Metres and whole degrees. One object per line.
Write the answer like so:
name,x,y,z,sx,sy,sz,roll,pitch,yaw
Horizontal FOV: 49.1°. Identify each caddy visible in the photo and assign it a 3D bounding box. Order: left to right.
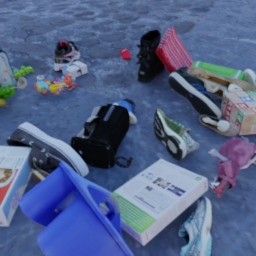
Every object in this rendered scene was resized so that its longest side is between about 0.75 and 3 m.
caddy,-0.769,1.814,5.333,1.418,2.702,1.910,-37,49,-15

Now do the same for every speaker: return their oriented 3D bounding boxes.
speaker,3.697,-2.170,11.753,2.110,0.933,0.933,20,42,24

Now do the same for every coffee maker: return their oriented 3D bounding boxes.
coffee maker,-0.571,0.277,8.539,1.798,1.261,1.872,29,42,-1

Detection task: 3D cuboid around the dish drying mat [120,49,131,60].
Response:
dish drying mat,-0.135,-3.809,14.514,0.448,0.106,1.168,-5,38,-8

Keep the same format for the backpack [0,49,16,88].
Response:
backpack,-5.568,-2.131,11.143,1.823,1.602,1.397,-19,38,-16

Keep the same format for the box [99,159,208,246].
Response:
box,0.617,1.657,6.828,2.220,0.403,1.602,-28,29,-30

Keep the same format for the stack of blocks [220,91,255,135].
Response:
stack of blocks,4.856,-0.608,9.708,2.743,0.803,1.579,-4,33,-5

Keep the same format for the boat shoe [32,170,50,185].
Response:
boat shoe,-1.666,1.530,7.146,1.776,0.641,0.639,28,48,23

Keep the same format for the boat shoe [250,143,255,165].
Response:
boat shoe,3.566,0.694,8.339,0.520,0.430,1.389,-23,36,-28

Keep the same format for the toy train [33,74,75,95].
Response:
toy train,-3.018,-1.764,11.544,1.613,0.449,1.211,1,39,4

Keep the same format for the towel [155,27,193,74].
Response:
towel,2.144,-3.061,12.174,0.329,2.114,2.923,-24,25,34

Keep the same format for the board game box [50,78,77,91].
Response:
board game box,-2.780,-1.896,12.047,1.089,0.106,0.561,19,43,23

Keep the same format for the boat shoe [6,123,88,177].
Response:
boat shoe,-2.414,0.766,7.918,2.948,1.031,0.977,28,56,28

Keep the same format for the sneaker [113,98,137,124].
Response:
sneaker,0.054,-0.667,10.125,0.731,0.505,1.315,-32,41,-23

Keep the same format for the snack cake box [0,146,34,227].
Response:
snack cake box,-3.340,1.423,7.261,1.211,0.708,2.106,4,38,2

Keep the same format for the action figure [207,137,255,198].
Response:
action figure,2.627,1.123,7.271,1.333,1.199,1.790,20,50,15

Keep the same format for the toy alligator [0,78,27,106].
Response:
toy alligator,-4.600,-1.268,10.291,2.772,0.822,0.752,-15,1,20

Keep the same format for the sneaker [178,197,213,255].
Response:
sneaker,1.521,2.210,6.326,0.714,0.642,1.655,6,38,12

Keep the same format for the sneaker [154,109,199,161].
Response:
sneaker,1.496,0.144,8.959,0.940,0.816,2.122,-9,46,-21

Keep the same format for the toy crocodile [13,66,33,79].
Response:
toy crocodile,-4.801,-2.462,12.629,0.385,0.352,1.139,25,49,28

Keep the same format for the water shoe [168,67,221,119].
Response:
water shoe,2.544,-1.306,10.013,2.365,0.845,0.933,44,70,9

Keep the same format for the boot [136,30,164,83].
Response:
boot,1.082,-3.286,12.292,0.893,1.976,2.412,19,42,18

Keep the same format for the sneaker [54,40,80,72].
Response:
sneaker,-2.980,-3.790,13.651,1.056,1.135,2.630,0,37,-3

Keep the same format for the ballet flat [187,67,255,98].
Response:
ballet flat,3.515,-1.507,10.726,2.759,0.973,0.901,19,41,13

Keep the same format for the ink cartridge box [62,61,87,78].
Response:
ink cartridge box,-2.436,-2.651,12.777,0.680,0.393,0.938,31,47,34

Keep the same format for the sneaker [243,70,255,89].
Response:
sneaker,5.543,-1.609,11.021,1.244,0.858,2.235,-12,43,-5

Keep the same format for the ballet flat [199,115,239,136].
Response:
ballet flat,2.953,-0.096,9.287,1.417,0.476,0.482,22,86,43
